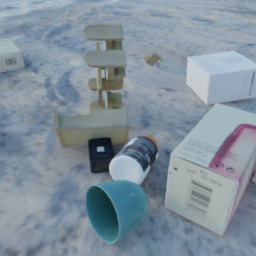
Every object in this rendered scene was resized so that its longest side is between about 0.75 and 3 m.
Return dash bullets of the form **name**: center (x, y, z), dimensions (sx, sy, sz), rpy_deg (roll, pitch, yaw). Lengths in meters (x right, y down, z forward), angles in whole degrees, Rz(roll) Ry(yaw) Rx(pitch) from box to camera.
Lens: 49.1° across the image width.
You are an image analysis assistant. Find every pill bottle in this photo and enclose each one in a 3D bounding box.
- **pill bottle**: center (0.241, 0.731, 6.932), dimensions (0.850, 0.850, 1.601), rpy_deg (13, 25, 19)

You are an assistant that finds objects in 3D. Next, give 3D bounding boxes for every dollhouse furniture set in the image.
- **dollhouse furniture set**: center (-1.084, -1.071, 8.180), dimensions (1.920, 2.533, 2.890), rpy_deg (-3, 65, -6)

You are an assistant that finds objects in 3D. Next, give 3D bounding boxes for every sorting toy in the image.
- **sorting toy**: center (1.123, -3.101, 12.648), dimensions (1.068, 0.602, 0.146), rpy_deg (16, 41, -41)

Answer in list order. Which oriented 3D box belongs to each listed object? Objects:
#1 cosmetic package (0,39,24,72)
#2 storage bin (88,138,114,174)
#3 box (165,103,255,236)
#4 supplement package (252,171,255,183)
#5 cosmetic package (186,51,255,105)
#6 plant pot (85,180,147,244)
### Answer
- **cosmetic package**: center (-5.861, -3.474, 13.281), dimensions (1.168, 0.825, 2.257), rpy_deg (-21, 40, -28)
- **storage bin**: center (-0.719, 0.714, 7.430), dimensions (0.641, 0.445, 0.948), rpy_deg (-5, 34, -8)
- **box**: center (2.043, 0.783, 6.285), dimensions (1.364, 1.601, 2.504), rpy_deg (22, 40, 29)
- **supplement package**: center (4.153, 1.172, 6.015), dimensions (1.298, 1.250, 2.283), rpy_deg (-18, 38, -25)
- **cosmetic package**: center (3.483, -1.925, 10.540), dimensions (1.983, 1.219, 1.977), rpy_deg (-8, 33, -8)
- **plant pot**: center (-0.173, 1.564, 5.632), dimensions (0.920, 1.147, 1.147), rpy_deg (-13, 35, -38)
